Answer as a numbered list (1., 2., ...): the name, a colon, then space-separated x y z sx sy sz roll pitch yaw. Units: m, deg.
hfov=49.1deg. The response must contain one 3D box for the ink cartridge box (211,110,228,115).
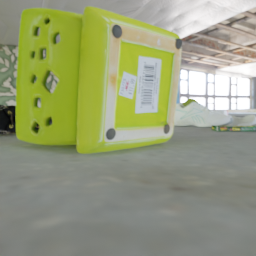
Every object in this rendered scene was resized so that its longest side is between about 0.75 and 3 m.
1. ink cartridge box: 4.157 -0.520 13.757 1.252 0.729 1.719 2 6 25

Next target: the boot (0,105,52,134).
1. boot: -3.193 -0.257 8.852 2.015 0.979 2.676 0 -2 4

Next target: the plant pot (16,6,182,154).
1. plant pot: -0.508 -0.953 6.096 2.868 2.882 2.615 -3 11 -44

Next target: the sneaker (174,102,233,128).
1. sneaker: 3.098 -0.571 12.089 2.758 1.105 0.970 5 4 35

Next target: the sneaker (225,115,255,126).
1. sneaker: 4.784 -0.204 11.904 1.373 0.516 0.607 -4 -23 41

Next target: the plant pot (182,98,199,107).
1. plant pot: 3.685 -1.025 17.931 1.496 1.400 1.400 -24 18 -37

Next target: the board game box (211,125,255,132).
1. board game box: 3.996 0.016 10.072 1.755 0.206 0.919 0 6 2
